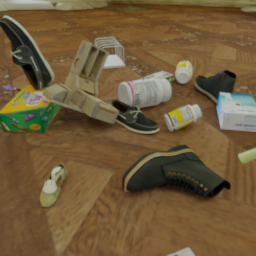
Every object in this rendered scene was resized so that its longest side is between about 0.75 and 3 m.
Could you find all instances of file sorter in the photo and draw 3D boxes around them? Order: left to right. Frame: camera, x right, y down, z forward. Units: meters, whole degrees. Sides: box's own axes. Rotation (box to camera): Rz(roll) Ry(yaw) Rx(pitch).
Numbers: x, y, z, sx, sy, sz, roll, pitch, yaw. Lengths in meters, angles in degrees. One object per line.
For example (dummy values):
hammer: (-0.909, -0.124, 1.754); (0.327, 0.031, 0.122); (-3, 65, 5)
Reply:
file sorter: (-1.126, -4.444, 16.519); (1.415, 1.269, 2.039); (-9, 33, -14)

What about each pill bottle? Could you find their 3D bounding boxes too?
pill bottle: (0.701, -1.437, 11.617); (2.014, 1.142, 1.142); (-12, 33, -24)
pill bottle: (1.973, -0.389, 10.074); (1.236, 0.675, 0.675); (-22, 33, -1)
pill bottle: (2.827, -2.796, 14.200); (0.833, 0.833, 1.525); (7, 31, 12)

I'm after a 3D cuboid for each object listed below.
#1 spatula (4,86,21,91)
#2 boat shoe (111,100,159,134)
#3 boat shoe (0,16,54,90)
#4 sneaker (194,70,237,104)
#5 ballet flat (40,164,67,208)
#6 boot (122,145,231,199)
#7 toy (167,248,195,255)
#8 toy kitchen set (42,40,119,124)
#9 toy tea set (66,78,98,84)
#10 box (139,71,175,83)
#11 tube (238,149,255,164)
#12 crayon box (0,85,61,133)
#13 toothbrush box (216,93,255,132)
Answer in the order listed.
spatula: (-5.362, -1.821, 13.284); (1.142, 0.117, 0.323); (13, 35, 19)
boat shoe: (0.184, -0.402, 10.363); (2.197, 0.743, 0.789); (27, 39, 33)
boat shoe: (-4.020, -2.846, 10.832); (1.049, 2.920, 0.987); (7, 44, 46)
sneaker: (3.926, -2.102, 12.453); (0.937, 1.331, 2.507); (-2, 32, -22)
ballet flat: (-2.006, 1.471, 7.507); (0.500, 0.500, 1.416); (5, 32, 7)
boot: (1.281, 1.374, 7.289); (2.520, 0.976, 1.743); (-21, 42, -29)
toy: (1.167, 2.942, 5.237); (0.727, 0.298, 1.262); (-10, 31, -21)
toy kitchen set: (-1.613, -1.901, 10.325); (2.233, 2.470, 2.737); (17, 12, -41)
toy tea set: (-2.143, -2.429, 13.695); (1.954, 0.723, 1.162); (22, 38, 32)
box: (1.468, -2.424, 14.102); (1.690, 0.293, 0.930); (-25, 39, -35)
tube: (3.301, 0.595, 6.967); (1.056, 0.274, 0.306); (-28, 12, 24)
crayon box: (-3.654, -0.825, 10.979); (1.578, 0.774, 2.658); (2, 31, 3)
toothbrush box: (4.158, -0.635, 10.711); (1.288, 0.750, 1.759); (5, 33, 9)
